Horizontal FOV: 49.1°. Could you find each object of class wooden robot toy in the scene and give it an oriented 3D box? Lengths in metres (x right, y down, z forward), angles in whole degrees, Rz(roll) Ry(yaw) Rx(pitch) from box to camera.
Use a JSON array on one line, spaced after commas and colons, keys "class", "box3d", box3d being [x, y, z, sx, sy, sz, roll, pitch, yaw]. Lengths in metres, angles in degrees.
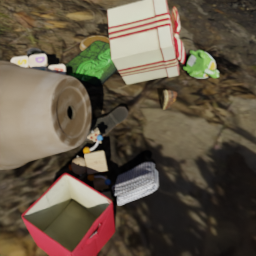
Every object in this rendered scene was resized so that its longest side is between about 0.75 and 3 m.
[{"class": "wooden robot toy", "box3d": [-1.010, 1.051, 7.173, 0.951, 0.923, 2.096, -9, 79, -8]}]

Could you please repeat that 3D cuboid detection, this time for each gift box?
[{"class": "gift box", "box3d": [0.759, -3.071, 10.096, 2.359, 2.527, 2.331, -10, 76, 14]}]

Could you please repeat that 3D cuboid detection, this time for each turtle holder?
[{"class": "turtle holder", "box3d": [2.901, -2.394, 10.715, 0.971, 1.039, 1.368, 13, -2, -28]}]

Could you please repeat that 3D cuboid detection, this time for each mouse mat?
[{"class": "mouse mat", "box3d": [-1.267, -2.771, 11.662, 2.158, 0.101, 2.681, 24, 56, 23]}]

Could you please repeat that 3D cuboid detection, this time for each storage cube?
[{"class": "storage cube", "box3d": [-1.184, 2.051, 5.959, 1.503, 1.351, 1.285, 24, 49, 24]}]

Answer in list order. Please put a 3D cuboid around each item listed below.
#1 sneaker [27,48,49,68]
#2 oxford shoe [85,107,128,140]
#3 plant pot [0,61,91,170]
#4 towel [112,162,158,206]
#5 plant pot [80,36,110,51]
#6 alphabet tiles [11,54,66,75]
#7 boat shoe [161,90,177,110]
[{"class": "sneaker", "box3d": [-3.604, -2.762, 11.189, 0.837, 0.992, 2.268, -16, 46, -16]}, {"class": "oxford shoe", "box3d": [-0.755, -0.069, 8.802, 1.652, 0.589, 0.589, -28, 87, -14]}, {"class": "plant pot", "box3d": [-2.322, -0.324, 6.825, 2.424, 2.793, 2.793, -1, 41, 23]}, {"class": "towel", "box3d": [0.170, 1.314, 6.881, 1.127, 0.482, 0.933, -23, 13, 10]}, {"class": "plant pot", "box3d": [-1.448, -3.875, 12.912, 1.573, 0.216, 1.573, 0, 44, 0]}, {"class": "alphabet tiles", "box3d": [-3.452, -1.445, 9.739, 2.589, 0.193, 2.647, -7, 64, -5]}, {"class": "boat shoe", "box3d": [1.296, -0.875, 8.945, 0.428, 1.266, 0.456, -6, 79, 1]}]
